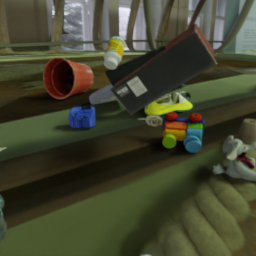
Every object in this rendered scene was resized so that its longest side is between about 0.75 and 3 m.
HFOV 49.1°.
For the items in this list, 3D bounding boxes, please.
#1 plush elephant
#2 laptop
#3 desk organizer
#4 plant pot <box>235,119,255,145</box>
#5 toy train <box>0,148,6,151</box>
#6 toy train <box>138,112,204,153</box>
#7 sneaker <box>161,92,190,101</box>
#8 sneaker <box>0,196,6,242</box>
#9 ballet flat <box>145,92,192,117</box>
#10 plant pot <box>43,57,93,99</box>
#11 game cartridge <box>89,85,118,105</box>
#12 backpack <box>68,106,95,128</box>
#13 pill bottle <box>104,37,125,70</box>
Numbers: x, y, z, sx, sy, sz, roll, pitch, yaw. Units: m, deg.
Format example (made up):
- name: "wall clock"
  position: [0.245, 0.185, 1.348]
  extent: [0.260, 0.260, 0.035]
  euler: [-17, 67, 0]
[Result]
- name: "plush elephant"
  position: [2.967, 0.742, 7.434]
  extent: [1.359, 1.052, 1.119]
  euler: [2, 20, 6]
- name: "laptop"
  position: [0.890, -2.151, 12.529]
  extent: [2.694, 1.668, 2.878]
  euler: [-19, 1, 18]
- name: "desk organizer"
  position: [1.003, -1.696, 8.293]
  extent: [2.954, 1.059, 1.137]
  euler: [-30, 21, 29]
- name: "plant pot"
  position: [4.160, 0.142, 9.523]
  extent: [0.901, 0.782, 0.901]
  euler: [1, 20, 0]
- name: "toy train"
  position: [-4.184, 0.882, 7.945]
  extent: [0.759, 0.555, 1.311]
  euler: [-7, 16, 20]
- name: "toy train"
  position: [1.354, 0.174, 9.407]
  extent: [2.312, 0.978, 1.338]
  euler: [4, 34, 12]
- name: "sneaker"
  position: [2.371, -1.614, 14.668]
  extent: [1.666, 0.625, 0.962]
  euler: [-10, 20, -23]
- name: "sneaker"
  position: [-2.930, 1.502, 5.714]
  extent: [0.778, 0.818, 2.065]
  euler: [-15, 23, -32]
- name: "ballet flat"
  position: [1.955, -1.147, 12.856]
  extent: [2.775, 0.930, 0.927]
  euler: [-12, 27, -32]
- name: "plant pot"
  position: [-3.268, -2.866, 16.145]
  extent: [2.261, 2.261, 2.199]
  euler: [10, 14, 26]
- name: "game cartridge"
  position: [-0.611, -1.733, 13.653]
  extent: [1.928, 0.585, 2.892]
  euler: [-10, -3, -37]
- name: "backpack"
  position: [-1.839, -0.402, 10.969]
  extent: [1.016, 0.826, 0.853]
  euler: [1, 23, 0]
- name: "pill bottle"
  position: [-0.434, -2.243, 8.461]
  extent: [0.525, 0.525, 0.931]
  euler: [6, 62, 16]
